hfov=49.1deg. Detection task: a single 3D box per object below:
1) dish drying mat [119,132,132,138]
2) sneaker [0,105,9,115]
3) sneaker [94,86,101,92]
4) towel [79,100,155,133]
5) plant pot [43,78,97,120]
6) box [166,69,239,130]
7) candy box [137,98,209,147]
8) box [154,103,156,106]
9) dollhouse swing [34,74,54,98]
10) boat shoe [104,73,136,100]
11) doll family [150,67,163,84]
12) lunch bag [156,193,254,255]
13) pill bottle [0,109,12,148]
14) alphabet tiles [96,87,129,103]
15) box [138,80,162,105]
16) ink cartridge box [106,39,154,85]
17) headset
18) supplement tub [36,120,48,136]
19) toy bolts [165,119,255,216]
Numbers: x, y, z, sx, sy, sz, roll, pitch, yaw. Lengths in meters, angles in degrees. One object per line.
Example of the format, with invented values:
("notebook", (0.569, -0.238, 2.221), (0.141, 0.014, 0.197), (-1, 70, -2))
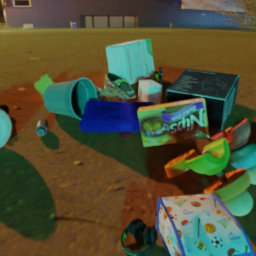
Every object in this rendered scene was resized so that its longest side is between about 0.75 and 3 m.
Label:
("dish drying mat", (0.018, 0.147, 10.153), (0.336, 0.080, 0.874), (13, 28, 25))
("sneaker", (-5.095, -0.667, 11.162), (0.526, 0.589, 1.438), (23, 22, -11))
("sneaker", (-1.605, -1.717, 13.195), (2.261, 0.957, 0.823), (0, 23, -3))
("towel", (-0.319, -0.491, 10.575), (2.873, 0.712, 2.122), (-1, 24, -3))
("plant pot", (-2.424, -1.196, 11.419), (1.647, 1.682, 1.682), (6, 24, 29))
("box", (2.972, -1.237, 11.178), (2.260, 1.401, 2.222), (14, 40, 27))
("candy box", (1.436, -0.159, 8.929), (2.099, 1.225, 0.593), (-8, 14, 10))
("box", (0.567, -0.815, 11.973), (1.256, 0.309, 0.517), (-2, 25, -5))
("dollhouse swing", (-4.077, -1.965, 13.774), (0.882, 1.003, 0.912), (-39, 15, -16))
("boat shoe", (-0.480, -2.132, 14.227), (0.986, 0.824, 2.758), (-13, 27, -25))
("doll family", (1.623, -2.827, 15.588), (0.605, 0.891, 1.542), (-5, 21, 15))
("lunch bag", (1.319, 1.974, 5.151), (1.288, 0.938, 1.515), (-5, 17, -11))
("pill bottle", (-5.222, -0.189, 9.271), (2.521, 1.424, 1.424), (15, 29, 28))
("alphabet tiles", (-0.800, -1.327, 12.509), (1.361, 0.052, 1.635), (-28, 46, -18))
("box", (0.964, -1.537, 12.641), (0.682, 1.038, 1.043), (-7, 25, -22))
("ink cartridge box", (0.192, -3.825, 16.178), (1.312, 2.179, 2.998), (5, 24, 32))
("headset", (0.331, 2.122, 5.618), (0.672, 0.511, 1.089), (15, 44, 36))
("supplement tub", (-3.085, 0.018, 10.048), (0.404, 0.404, 0.755), (-4, 25, -9))
("toy bolts", (2.403, 1.110, 7.117), (2.371, 1.644, 2.265), (-29, -4, -31))
